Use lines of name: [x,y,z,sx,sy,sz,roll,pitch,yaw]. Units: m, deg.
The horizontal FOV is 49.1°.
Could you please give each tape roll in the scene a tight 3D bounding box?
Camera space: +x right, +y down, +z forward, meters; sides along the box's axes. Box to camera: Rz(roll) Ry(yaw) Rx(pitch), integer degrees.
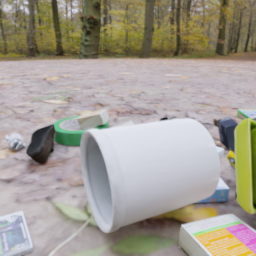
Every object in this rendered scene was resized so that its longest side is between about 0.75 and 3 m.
tape roll: [-2.070,0.074,12.304,2.451,0.589,2.451,-2,19,1]

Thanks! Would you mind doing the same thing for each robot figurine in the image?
robot figurine: [-4.448,0.540,11.039,0.828,0.552,0.977,35,1,-29]

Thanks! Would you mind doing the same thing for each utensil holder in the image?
utensil holder: [0.427,0.941,6.381,2.548,2.165,2.165,-8,21,-24]

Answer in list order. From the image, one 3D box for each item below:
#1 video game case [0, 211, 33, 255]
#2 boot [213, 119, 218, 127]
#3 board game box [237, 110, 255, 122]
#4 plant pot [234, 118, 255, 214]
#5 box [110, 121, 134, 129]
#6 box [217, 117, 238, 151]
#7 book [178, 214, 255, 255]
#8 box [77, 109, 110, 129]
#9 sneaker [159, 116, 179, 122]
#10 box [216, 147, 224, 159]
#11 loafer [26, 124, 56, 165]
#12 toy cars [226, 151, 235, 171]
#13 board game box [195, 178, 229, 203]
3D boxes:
video game case: [-2.884,2.428,6.154,1.301,0.167,1.431,-10,21,-26]
boot: [4.627,-0.230,13.620,0.687,0.339,0.885,-6,20,-18]
board game box: [7.234,-0.571,14.505,2.575,0.375,1.733,0,17,2]
plant pot: [3.762,0.893,6.367,2.200,2.412,2.424,-4,-10,35]
box: [-0.386,0.647,8.732,0.896,1.051,1.645,-22,-10,-43]
box: [4.000,0.227,11.093,0.537,1.032,0.940,-15,20,2]
book: [2.292,2.561,5.259,1.570,0.565,2.351,-7,21,-26]
box: [-1.481,-0.369,11.906,1.262,0.491,0.599,-10,19,29]
sneaker: [1.907,0.145,11.103,0.823,1.120,2.476,-9,18,-26]
box: [2.149,0.772,9.311,1.591,0.328,1.241,20,25,41]
loafer: [-3.167,0.618,10.451,0.829,0.811,2.272,-17,26,10]
toy cars: [3.636,1.262,8.605,1.688,0.374,0.757,21,37,-22]
board game box: [1.622,1.428,8.595,1.923,0.465,2.542,-2,20,-6]
